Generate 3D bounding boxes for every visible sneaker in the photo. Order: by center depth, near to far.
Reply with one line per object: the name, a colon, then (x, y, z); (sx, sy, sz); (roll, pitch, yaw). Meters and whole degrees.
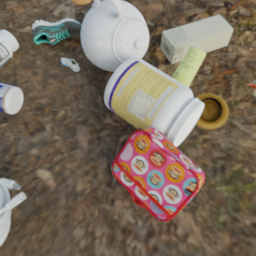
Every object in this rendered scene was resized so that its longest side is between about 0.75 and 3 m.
sneaker: (-1.981, -2.253, 9.565); (0.798, 0.346, 0.299); (29, 59, 17)
sneaker: (-2.542, -3.334, 10.029); (1.932, 0.750, 0.881); (-2, 60, 11)

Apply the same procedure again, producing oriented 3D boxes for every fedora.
fedora: (2.386, -0.441, 8.392); (1.216, 0.496, 1.216); (-1, 66, 2)

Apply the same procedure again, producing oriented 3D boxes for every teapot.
teapot: (-0.206, -2.768, 8.568); (2.348, 2.317, 1.715); (-5, 24, -40)

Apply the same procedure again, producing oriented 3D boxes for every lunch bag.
lunch bag: (0.613, 1.180, 6.839); (2.027, 1.785, 0.830); (42, 24, 18)

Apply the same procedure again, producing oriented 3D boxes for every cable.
cable: (-4.014, 2.014, 6.117); (2.716, 0.940, 2.716); (18, 34, 13)

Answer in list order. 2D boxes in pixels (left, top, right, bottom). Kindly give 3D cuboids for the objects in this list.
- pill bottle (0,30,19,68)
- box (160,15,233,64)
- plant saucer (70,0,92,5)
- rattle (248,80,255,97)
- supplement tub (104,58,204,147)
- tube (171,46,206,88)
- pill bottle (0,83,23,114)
pill bottle: (-4.502, -2.468, 9.352); (0.935, 0.935, 1.614); (26, 62, 15)
box: (2.372, -3.119, 9.819); (2.327, 0.796, 0.956); (-19, 60, -12)
plant saucer: (-1.940, -5.457, 11.595); (0.947, 0.177, 0.947); (0, 58, 0)
rattle: (4.233, -1.149, 8.540); (1.164, 0.758, 0.832); (43, 73, 13)
supplement tub: (0.705, -0.687, 7.818); (2.368, 1.721, 1.721); (36, 65, 20)
tube: (1.613, -1.432, 8.518); (0.536, 2.063, 0.599); (22, 14, -30)
pill bottle: (-4.041, -0.976, 8.506); (1.454, 0.841, 0.841); (15, 60, 10)
